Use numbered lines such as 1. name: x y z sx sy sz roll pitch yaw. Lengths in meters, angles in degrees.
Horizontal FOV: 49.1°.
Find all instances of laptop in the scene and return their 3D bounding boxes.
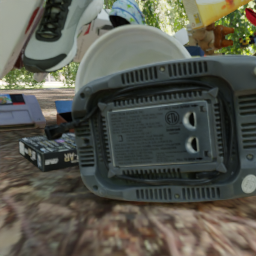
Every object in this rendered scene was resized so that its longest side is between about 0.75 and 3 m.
1. laptop: -1.509 -0.442 9.046 1.366 0.846 1.459 -5 11 -26

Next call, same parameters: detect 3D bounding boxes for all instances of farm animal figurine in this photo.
1. farm animal figurine: 2.571 -3.143 9.161 1.296 2.485 2.457 0 -36 11

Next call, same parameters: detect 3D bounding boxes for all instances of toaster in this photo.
1. toaster: 0.573 0.003 3.959 2.918 1.658 1.885 -7 4 17

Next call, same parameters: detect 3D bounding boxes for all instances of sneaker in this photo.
1. sneaker: -1.459 -2.321 5.903 1.040 2.815 1.116 13 -27 16

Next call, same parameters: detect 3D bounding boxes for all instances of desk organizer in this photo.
1. desk organizer: -1.065 -0.107 7.442 0.661 0.709 1.842 5 11 26

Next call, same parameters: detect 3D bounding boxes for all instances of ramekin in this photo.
1. ramekin: 0.280 -0.775 5.959 2.518 2.518 1.322 3 10 19

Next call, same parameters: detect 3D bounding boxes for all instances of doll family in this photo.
1. doll family: 4.656 -3.365 10.759 0.894 0.517 0.351 -12 26 29

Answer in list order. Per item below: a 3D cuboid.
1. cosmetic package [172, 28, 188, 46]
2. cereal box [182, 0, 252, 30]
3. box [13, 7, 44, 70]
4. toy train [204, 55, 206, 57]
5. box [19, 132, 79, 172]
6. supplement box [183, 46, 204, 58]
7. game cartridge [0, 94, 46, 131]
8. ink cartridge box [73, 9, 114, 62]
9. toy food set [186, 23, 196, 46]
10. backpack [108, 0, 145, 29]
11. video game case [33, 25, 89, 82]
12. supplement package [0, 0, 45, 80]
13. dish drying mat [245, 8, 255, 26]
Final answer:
1. cosmetic package: 1.665 -3.312 11.174 0.760 0.534 1.498 -41 14 -31
2. cereal box: 1.385 -2.937 4.829 1.432 1.990 0.393 -34 22 -19
3. box: -3.697 -3.160 9.134 1.257 0.940 2.510 17 51 -11
4. toy train: 2.020 -1.986 8.754 1.095 0.823 0.305 -32 15 45
5. box: -1.347 0.411 5.521 1.203 0.327 1.501 -7 12 -35
6. supplement box: 0.772 -0.878 7.311 2.262 2.259 1.518 3 10 18
7. game cartridge: -3.896 -0.513 8.716 2.288 0.439 1.483 -6 49 -33
8. ink cartridge box: -1.202 -3.749 11.506 2.707 1.987 1.122 -4 44 -31
9. toy food set: 2.487 -3.380 10.147 0.617 0.860 0.260 11 40 44
10. backpack: -0.050 -3.766 9.802 1.283 1.209 1.572 28 11 25
11. video game case: -1.742 -2.780 8.374 0.313 2.640 2.403 39 -31 -12
12. supplement package: -2.792 -2.618 5.915 1.591 2.656 1.610 27 18 -20
13. dish drying mat: 3.641 -2.978 7.847 0.764 0.181 1.989 41 27 12
